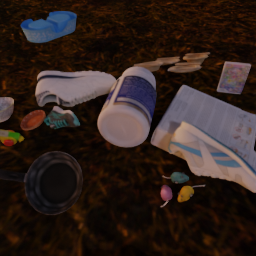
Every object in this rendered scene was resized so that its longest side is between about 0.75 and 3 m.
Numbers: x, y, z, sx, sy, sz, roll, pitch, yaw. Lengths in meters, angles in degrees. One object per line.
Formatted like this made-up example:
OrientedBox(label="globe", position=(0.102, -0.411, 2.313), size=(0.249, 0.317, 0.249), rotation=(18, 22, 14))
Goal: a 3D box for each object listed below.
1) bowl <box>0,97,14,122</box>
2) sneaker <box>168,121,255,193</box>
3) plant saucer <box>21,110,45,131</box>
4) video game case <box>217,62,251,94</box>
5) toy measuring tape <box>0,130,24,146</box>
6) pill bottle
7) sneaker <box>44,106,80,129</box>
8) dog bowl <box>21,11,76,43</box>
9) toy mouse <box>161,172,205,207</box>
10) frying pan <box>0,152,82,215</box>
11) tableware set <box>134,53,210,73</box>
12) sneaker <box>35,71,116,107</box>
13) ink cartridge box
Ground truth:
OrientedBox(label="bowl", position=(-3.905, -0.488, 8.534), size=(1.002, 0.470, 1.002), rotation=(-7, 35, 5))
OrientedBox(label="sneaker", position=(2.004, 0.794, 6.505), size=(2.285, 0.923, 0.874), rotation=(37, 10, 21))
OrientedBox(label="plant saucer", position=(-2.828, -0.220, 8.384), size=(0.799, 0.129, 0.799), rotation=(-15, 43, 14))
OrientedBox(label="video game case", position=(3.484, -1.641, 9.280), size=(0.796, 1.112, 0.100), rotation=(8, 42, 6))
OrientedBox(label="toy measuring tape", position=(-3.517, 0.252, 7.714), size=(1.205, 0.443, 0.443), rotation=(8, 38, -19))
OrientedBox(label="pill bottle", position=(0.084, -0.716, 8.190), size=(1.398, 1.398, 2.416), rotation=(8, 42, 9))
OrientedBox(label="sneaker", position=(-1.963, -0.184, 8.200), size=(1.437, 0.558, 0.656), rotation=(15, 52, 48))
OrientedBox(label="dog bowl", position=(-3.727, -4.880, 13.522), size=(1.559, 0.694, 2.798), rotation=(31, 50, 31))
OrientedBox(label="toy mouse", position=(1.057, 1.335, 6.548), size=(1.085, 0.210, 0.965), rotation=(-37, 39, -5))
OrientedBox(label="frying pan", position=(-2.100, 1.367, 6.428), size=(2.313, 0.376, 1.399), rotation=(-16, 72, 8))
OrientedBox(label="tableware set", position=(1.699, -2.408, 10.278), size=(2.280, 0.317, 2.730), rotation=(5, 25, 29))
OrientedBox(label="sneaker", position=(-1.646, -1.201, 9.185), size=(2.649, 1.012, 1.066), rotation=(-3, 62, -4))
OrientedBox(label="ink cartridge box", position=(2.439, 0.121, 7.957), size=(2.940, 0.839, 2.389), rotation=(28, 46, 9))
